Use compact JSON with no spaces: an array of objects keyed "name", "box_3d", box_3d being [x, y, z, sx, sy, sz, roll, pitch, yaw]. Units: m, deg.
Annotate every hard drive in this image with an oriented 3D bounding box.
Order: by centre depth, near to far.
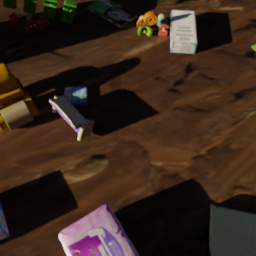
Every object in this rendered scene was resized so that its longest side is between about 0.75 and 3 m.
[{"name":"hard drive","box_3d":[3.237,3.003,7.127,2.373,0.390,1.656,11,58,7]}]

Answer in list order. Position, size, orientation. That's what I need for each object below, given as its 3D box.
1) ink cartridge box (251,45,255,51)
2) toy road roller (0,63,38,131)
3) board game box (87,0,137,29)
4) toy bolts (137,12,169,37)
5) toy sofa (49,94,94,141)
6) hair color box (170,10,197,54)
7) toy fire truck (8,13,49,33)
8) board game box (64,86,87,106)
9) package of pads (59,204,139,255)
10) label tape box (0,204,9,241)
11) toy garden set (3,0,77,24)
[{"name":"ink cartridge box","box_3d":[6.084,-3.013,10.827,1.496,0.767,2.024,-24,61,-15]},{"name":"toy road roller","box_3d":[-3.997,-1.096,9.131,1.268,1.506,2.063,-29,61,-17]},{"name":"board game box","box_3d":[-0.720,-5.210,12.586,2.090,0.245,1.095,37,66,21]},{"name":"toy bolts","box_3d":[1.082,-4.474,11.575,1.318,1.259,0.914,2,63,-12]},{"name":"toy sofa","box_3d":[-1.889,-0.338,9.000,0.774,0.657,1.586,-22,55,-42]},{"name":"hair color box","box_3d":[2.247,-3.967,11.541,0.998,0.604,1.995,4,57,3]},{"name":"toy fire truck","box_3d":[-4.204,-4.564,11.916,1.398,0.341,0.986,-30,79,-19]},{"name":"board game box","box_3d":[-1.867,-1.124,9.952,0.778,0.169,0.775,-4,56,-3]},{"name":"package of pads","box_3d":[-0.489,3.240,6.658,1.459,0.916,2.422,-28,61,-17]},{"name":"label tape box","box_3d":[-4.280,2.582,7.278,1.914,0.633,1.372,-25,60,-13]},{"name":"toy garden set","box_3d":[-3.360,-5.278,10.876,2.773,2.312,0.553,9,72,-19]}]
